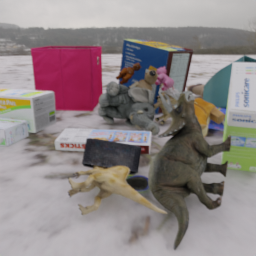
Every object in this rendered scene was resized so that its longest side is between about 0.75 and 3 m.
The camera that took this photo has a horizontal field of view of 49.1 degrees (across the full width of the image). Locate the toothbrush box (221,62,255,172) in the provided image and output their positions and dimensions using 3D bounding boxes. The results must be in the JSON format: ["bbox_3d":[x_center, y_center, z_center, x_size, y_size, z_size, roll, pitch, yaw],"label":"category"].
[{"bbox_3d":[2.433,-0.177,5.792,0.816,1.895,1.380,5,51,19],"label":"toothbrush box"}]

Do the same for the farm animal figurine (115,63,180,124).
[{"bbox_3d":[0.892,-1.306,9.483,1.219,1.957,2.423,-37,40,-30],"label":"farm animal figurine"}]

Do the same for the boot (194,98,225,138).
[{"bbox_3d":[1.854,-0.241,8.045,1.594,0.561,1.141,-31,45,-20],"label":"boot"}]

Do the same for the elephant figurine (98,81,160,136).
[{"bbox_3d":[0.248,-0.551,8.925,2.155,1.672,1.525,19,-20,16],"label":"elephant figurine"}]

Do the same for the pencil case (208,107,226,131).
[{"bbox_3d":[2.548,-0.322,8.710,1.978,0.772,0.859,15,23,39],"label":"pencil case"}]

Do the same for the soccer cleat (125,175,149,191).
[{"bbox_3d":[-0.070,1.045,5.401,1.031,0.333,0.431,3,-10,21],"label":"soccer cleat"}]

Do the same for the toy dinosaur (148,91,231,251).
[{"bbox_3d":[0.968,0.724,4.926,1.454,1.094,2.843,10,58,21],"label":"toy dinosaur"}]

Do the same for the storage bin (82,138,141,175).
[{"bbox_3d":[-0.332,0.585,5.626,1.096,0.514,0.741,9,-14,-3],"label":"storage bin"}]

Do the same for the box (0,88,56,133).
[{"bbox_3d":[-3.607,-0.613,9.062,2.153,1.091,1.211,6,18,18],"label":"box"}]

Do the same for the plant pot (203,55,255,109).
[{"bbox_3d":[3.556,-1.139,9.345,1.525,1.525,2.158,11,-12,-24],"label":"plant pot"}]

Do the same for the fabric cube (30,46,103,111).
[{"bbox_3d":[-2.393,-2.154,11.728,2.406,2.399,2.361,1,18,4],"label":"fabric cube"}]

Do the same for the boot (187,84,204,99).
[{"bbox_3d":[3.361,-1.676,12.882,1.495,0.718,2.045,21,16,42],"label":"boot"}]

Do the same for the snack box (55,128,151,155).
[{"bbox_3d":[-0.616,0.333,7.388,2.426,0.295,0.872,2,22,7],"label":"snack box"}]

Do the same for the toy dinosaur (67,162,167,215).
[{"bbox_3d":[-0.390,0.929,4.668,1.075,0.619,2.126,-22,22,-25],"label":"toy dinosaur"}]

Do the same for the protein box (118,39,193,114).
[{"bbox_3d":[0.994,-2.135,11.181,1.583,2.346,2.329,-15,32,-43],"label":"protein box"}]

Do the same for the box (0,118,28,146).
[{"bbox_3d":[-3.548,0.085,7.872,1.057,0.511,0.933,5,19,16],"label":"box"}]
